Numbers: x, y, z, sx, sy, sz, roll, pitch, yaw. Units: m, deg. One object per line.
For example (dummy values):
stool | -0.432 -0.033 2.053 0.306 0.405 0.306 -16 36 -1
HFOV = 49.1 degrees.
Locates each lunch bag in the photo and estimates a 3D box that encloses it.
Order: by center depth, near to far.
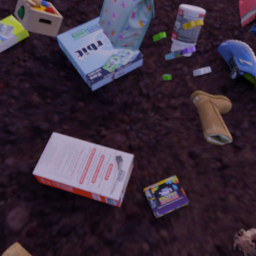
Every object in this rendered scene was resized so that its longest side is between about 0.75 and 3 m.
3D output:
lunch bag | -0.024 -3.060 7.340 0.969 1.589 1.353 -3 48 -33

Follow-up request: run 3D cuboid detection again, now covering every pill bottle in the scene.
pill bottle | 1.325 -2.200 6.366 0.576 1.012 0.576 8 32 -5

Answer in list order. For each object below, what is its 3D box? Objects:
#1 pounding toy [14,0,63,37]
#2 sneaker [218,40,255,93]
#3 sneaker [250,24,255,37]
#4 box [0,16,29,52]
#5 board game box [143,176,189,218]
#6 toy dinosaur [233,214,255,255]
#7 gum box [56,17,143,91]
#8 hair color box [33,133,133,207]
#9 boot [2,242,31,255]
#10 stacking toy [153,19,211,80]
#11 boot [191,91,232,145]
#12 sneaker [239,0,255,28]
pounding toy | -2.835 -3.575 8.651 1.355 0.963 1.247 -2 44 -44
sneaker | 4.062 -2.217 10.098 1.065 0.938 2.388 -29 65 -18
sneaker | 3.824 -2.440 6.541 0.853 2.431 0.947 31 104 -16
box | -5.095 -3.620 11.144 1.887 0.450 1.150 -40 68 -20
board game box | 1.094 1.989 8.148 1.047 0.297 0.865 -21 62 -11
toy dinosaur | 3.560 3.127 7.312 1.821 0.782 1.234 44 78 6
gum box | -1.095 -2.948 10.688 2.236 0.586 2.631 -31 66 -16
hair color box | -1.256 1.222 8.277 2.564 0.820 1.422 15 62 10
boot | -2.257 3.541 7.121 1.891 0.625 1.656 30 66 16
stacking toy | 1.025 -1.475 5.517 0.298 1.270 0.958 -20 102 -30
boot | 2.418 -0.209 7.522 1.410 0.533 1.610 10 43 -19
sneaker | 3.154 -3.117 6.842 0.684 1.855 0.805 -23 92 -1
